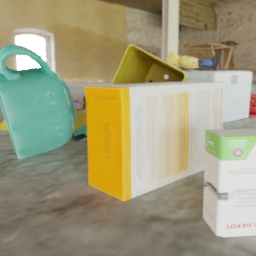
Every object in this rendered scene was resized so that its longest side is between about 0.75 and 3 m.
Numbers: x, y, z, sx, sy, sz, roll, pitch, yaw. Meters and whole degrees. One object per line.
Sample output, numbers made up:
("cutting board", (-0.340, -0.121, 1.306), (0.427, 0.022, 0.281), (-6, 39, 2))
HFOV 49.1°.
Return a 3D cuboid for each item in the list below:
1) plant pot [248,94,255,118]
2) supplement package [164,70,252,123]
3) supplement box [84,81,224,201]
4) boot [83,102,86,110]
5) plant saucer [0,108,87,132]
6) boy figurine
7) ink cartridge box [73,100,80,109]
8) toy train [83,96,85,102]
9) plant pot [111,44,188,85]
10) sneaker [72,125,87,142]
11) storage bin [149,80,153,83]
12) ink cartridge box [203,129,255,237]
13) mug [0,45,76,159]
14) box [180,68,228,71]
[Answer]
("plant pot", (5.675, -0.979, 12.489), (1.122, 1.022, 1.122), (0, 12, 0))
("supplement package", (3.335, -1.453, 12.200), (2.658, 2.044, 2.780), (-9, 15, -37))
("supplement box", (0.649, 0.032, 5.517), (2.916, 1.838, 1.072), (-9, 13, -40))
("boot", (-1.404, -1.136, 14.485), (1.101, 0.584, 1.673), (15, 22, 41))
("plant saucer", (-2.840, -0.337, 10.310), (2.704, 0.655, 2.703), (8, 15, 33))
("boy figurine", (3.212, -3.369, 14.148), (2.555, 0.823, 1.589), (12, 13, 24))
("ink cartridge box", (-3.893, -1.142, 14.588), (2.736, 0.574, 1.632), (-3, 11, -8))
("toy train", (-1.265, -1.500, 14.105), (1.952, 0.832, 1.113), (4, 35, 0))
("plant pot", (0.751, -1.224, 8.707), (1.915, 1.915, 1.689), (33, 20, 17))
("sneaker", (-1.164, 0.162, 8.699), (0.501, 0.589, 1.346), (38, 50, 22))
("storage bin", (1.189, -1.851, 15.165), (1.902, 2.061, 2.832), (-25, -6, 36))
("ink cartridge box", (1.526, 0.685, 3.686), (0.940, 1.292, 0.543), (-1, 9, -6))
("mug", (-2.089, -0.504, 6.534), (1.509, 2.005, 2.440), (-17, -16, -24))
("box", (4.268, -2.357, 16.334), (2.166, 2.188, 2.637), (0, 12, -1))
